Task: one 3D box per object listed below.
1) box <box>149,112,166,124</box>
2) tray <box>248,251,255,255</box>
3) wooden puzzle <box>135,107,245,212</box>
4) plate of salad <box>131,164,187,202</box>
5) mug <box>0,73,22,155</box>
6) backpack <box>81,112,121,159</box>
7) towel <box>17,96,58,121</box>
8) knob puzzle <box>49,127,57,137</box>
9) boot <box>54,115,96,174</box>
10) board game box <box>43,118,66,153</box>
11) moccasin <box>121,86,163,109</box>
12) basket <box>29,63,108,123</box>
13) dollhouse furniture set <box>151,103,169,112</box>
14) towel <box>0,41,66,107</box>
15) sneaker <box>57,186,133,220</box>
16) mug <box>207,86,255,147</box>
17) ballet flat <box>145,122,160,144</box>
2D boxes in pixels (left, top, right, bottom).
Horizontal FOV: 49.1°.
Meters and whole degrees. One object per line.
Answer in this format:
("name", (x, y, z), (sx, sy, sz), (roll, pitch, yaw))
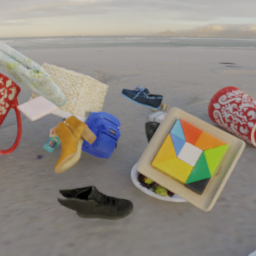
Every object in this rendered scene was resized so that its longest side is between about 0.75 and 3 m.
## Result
("box", (1.892, -0.491, 14.579), (1.316, 0.271, 1.026), (19, 29, 36))
("tray", (2.995, 3.059, 5.897), (2.217, 0.246, 1.190), (-13, 25, -30))
("wooden puzzle", (1.513, 0.692, 7.053), (2.153, 1.992, 0.401), (28, -9, 21))
("plate of salad", (1.550, 1.433, 9.267), (2.927, 0.703, 2.927), (0, 23, 0))
("mug", (-4.898, -0.452, 9.802), (1.809, 2.712, 2.407), (11, -21, 43))
("backpack", (-0.935, 0.226, 10.382), (1.334, 1.590, 1.292), (0, -25, 45))
("towel", (-2.368, -0.509, 7.318), (0.741, 0.125, 0.776), (32, 48, 30))
("knob puzzle", (-2.203, 0.033, 9.380), (0.932, 0.129, 0.932), (-2, 26, 1))
("boot", (-1.909, 0.461, 8.566), (1.197, 0.588, 1.672), (37, 73, 23))
("board game box", (-2.613, 0.134, 10.841), (0.402, 1.712, 1.292), (35, 57, -13))
("moccasin", (0.545, -1.263, 10.697), (1.872, 0.638, 0.753), (11, 25, -42))
("basket", (-2.288, -1.282, 11.125), (2.190, 1.762, 2.171), (18, 3, 20))
("dollhouse furniture set", (1.804, -1.192, 16.234), (0.836, 0.556, 0.733), (11, 12, -38))
("towel", (-3.233, -1.706, 8.906), (2.415, 0.581, 2.067), (32, -10, 16))
("sneaker", (-0.776, 1.824, 6.925), (1.781, 0.929, 0.535), (-4, 41, 2))
("mug", (5.494, -0.561, 12.584), (2.613, 1.964, 2.944), (-11, 27, -13))
("ballet flat", (0.803, 0.637, 8.350), (0.533, 1.876, 0.623), (20, 35, 36))
